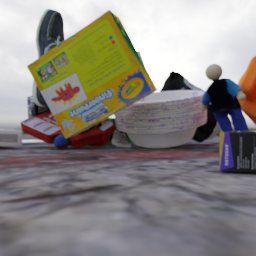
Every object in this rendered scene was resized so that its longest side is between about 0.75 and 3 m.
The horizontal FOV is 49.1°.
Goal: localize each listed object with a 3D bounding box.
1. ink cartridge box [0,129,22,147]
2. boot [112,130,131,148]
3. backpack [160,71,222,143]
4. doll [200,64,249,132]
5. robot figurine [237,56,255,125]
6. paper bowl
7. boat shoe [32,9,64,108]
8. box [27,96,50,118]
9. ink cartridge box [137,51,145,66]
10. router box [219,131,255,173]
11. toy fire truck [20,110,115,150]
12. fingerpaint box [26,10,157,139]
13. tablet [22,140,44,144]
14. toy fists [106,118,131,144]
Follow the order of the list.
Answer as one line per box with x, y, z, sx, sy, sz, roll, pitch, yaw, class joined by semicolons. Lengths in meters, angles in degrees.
-4.101;0.268;7.633;1.661;0.517;2.064;3;-2;-43;ink cartridge box
-0.212;0.297;8.261;0.368;0.479;1.002;3;4;-29;boot
2.174;-0.617;9.713;2.426;2.024;1.535;39;32;26;backpack
2.147;-0.511;6.312;0.462;1.905;1.300;-27;9;-28;doll
3.736;-0.659;6.850;2.064;1.673;2.869;-28;-39;33;robot figurine
0.918;-0.275;8.074;2.624;1.365;2.624;-5;13;1;paper bowl
-2.015;-1.886;7.657;0.833;2.693;1.008;7;-3;25;boat shoe
-2.420;-0.551;8.732;0.365;1.157;1.467;24;31;29;box
0.124;-1.699;12.174;1.625;2.790;0.941;-19;-1;43;ink cartridge box
2.080;0.286;3.884;1.468;0.488;1.867;0;0;21;router box
-1.607;-0.041;7.843;2.230;1.250;1.872;21;38;29;toy fire truck
-0.815;-1.144;6.474;2.322;1.937;0.852;-28;1;17;fingerpaint box
-4.061;0.525;10.437;1.561;0.107;1.016;0;0;-41;tablet
-0.756;0.090;10.753;1.481;0.999;2.905;-1;0;33;toy fists
